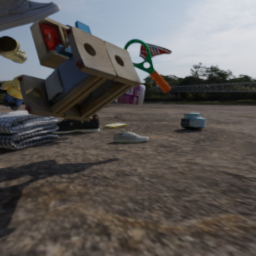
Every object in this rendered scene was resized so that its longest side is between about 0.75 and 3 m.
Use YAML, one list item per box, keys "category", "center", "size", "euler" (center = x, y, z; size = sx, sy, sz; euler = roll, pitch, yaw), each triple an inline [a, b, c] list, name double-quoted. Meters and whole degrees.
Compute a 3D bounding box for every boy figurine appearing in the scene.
- category: "boy figurine"
  center: [-4.288, -1.366, 10.905]
  size: [1.275, 0.661, 2.050]
  euler: [31, -32, -20]

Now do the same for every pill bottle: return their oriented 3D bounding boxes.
- category: "pill bottle"
  center: [-0.093, -1.216, 9.813]
  size: [1.286, 0.722, 0.722]
  euler: [8, 7, 0]

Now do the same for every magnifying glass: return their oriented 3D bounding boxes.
- category: "magnifying glass"
  center: [0.768, -2.314, 10.670]
  size: [0.970, 2.436, 0.273]
  euler: [-35, 18, 24]

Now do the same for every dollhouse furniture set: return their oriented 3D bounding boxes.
- category: "dollhouse furniture set"
  center: [-1.451, -1.929, 6.894]
  size: [2.001, 2.839, 1.990]
  euler: [-31, -21, 31]

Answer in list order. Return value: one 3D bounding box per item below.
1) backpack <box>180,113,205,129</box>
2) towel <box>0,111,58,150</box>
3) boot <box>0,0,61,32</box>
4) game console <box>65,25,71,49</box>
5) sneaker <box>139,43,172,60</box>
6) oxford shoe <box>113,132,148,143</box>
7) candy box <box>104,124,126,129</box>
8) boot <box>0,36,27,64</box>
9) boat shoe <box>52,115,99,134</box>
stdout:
- category: "backpack"
  center: [3.596, -0.361, 15.246]
  size: [1.059, 0.923, 1.205]
  euler: [1, 9, -45]
- category: "towel"
  center: [-4.377, 0.043, 10.869]
  size: [2.391, 1.236, 2.888]
  euler: [2, 9, 24]
- category: "boot"
  center: [-2.432, -2.755, 6.269]
  size: [1.716, 0.820, 0.631]
  euler: [-13, 29, 8]
- category: "game console"
  center: [-2.033, -3.275, 11.709]
  size: [0.995, 1.444, 1.676]
  euler: [-41, -14, 23]
- category: "sneaker"
  center: [1.163, -3.224, 12.327]
  size: [1.425, 0.802, 0.508]
  euler: [18, 17, 10]
- category: "oxford shoe"
  center: [0.105, 0.368, 11.350]
  size: [1.464, 0.423, 0.550]
  euler: [2, 4, -4]
- category: "candy box"
  center: [-0.710, -0.107, 16.043]
  size: [0.661, 0.171, 1.293]
  euler: [8, 11, 33]
- category: "boot"
  center: [-4.724, -3.162, 11.588]
  size: [1.869, 0.674, 1.446]
  euler: [7, -7, 31]
- category: "boat shoe"
  center: [-2.863, -0.197, 13.965]
  size: [2.964, 0.929, 1.084]
  euler: [-5, 10, -24]
